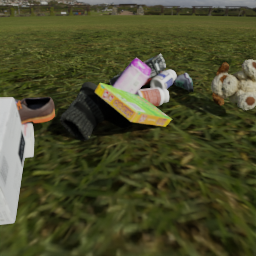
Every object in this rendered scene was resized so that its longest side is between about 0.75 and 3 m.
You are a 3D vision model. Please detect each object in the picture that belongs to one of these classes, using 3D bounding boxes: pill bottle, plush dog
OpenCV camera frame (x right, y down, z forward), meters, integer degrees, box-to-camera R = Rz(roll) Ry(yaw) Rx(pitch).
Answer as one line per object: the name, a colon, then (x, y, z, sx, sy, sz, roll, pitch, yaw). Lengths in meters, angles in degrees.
pill bottle: (0.854, -1.106, 10.200, 1.196, 0.671, 0.671, -10, 27, -21)
plush dog: (3.468, -1.377, 9.246, 1.389, 1.617, 1.297, 10, -3, 11)
pill bottle: (1.524, -2.012, 11.871, 0.686, 0.686, 1.146, 19, 44, 35)

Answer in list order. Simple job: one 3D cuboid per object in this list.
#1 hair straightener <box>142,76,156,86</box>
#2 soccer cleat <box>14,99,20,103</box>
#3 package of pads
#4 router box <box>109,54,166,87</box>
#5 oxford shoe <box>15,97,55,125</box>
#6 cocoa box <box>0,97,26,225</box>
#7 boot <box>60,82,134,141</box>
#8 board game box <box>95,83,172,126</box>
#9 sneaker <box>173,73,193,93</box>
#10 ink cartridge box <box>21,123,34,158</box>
hair straightener: (1.063, -2.229, 12.726, 1.320, 0.270, 0.508, -24, 14, -5)
soccer cleat: (-4.320, -0.325, 8.547, 2.636, 0.899, 0.965, -1, 47, -8)
package of pads: (-0.121, -1.301, 9.297, 0.742, 1.961, 1.182, 37, 26, -10)
router box: (0.433, -2.272, 11.720, 2.081, 0.646, 1.559, -20, 16, 26)
oxford shoe: (-2.835, -0.439, 7.107, 1.899, 0.689, 0.676, -16, 60, -24)
cocoa box: (-2.798, 0.585, 5.166, 1.359, 1.381, 2.071, -4, 42, -9)
boot: (-0.830, -0.207, 8.007, 2.001, 0.753, 1.496, 33, 53, -18)
board game box: (0.292, -0.580, 7.922, 1.302, 0.408, 2.725, 40, 17, 23)
sneaker: (2.322, -1.841, 11.893, 0.716, 0.609, 1.636, -13, 23, 8)
ink cartridge box: (-3.147, 0.363, 7.156, 1.376, 0.589, 1.015, -5, 26, -15)
